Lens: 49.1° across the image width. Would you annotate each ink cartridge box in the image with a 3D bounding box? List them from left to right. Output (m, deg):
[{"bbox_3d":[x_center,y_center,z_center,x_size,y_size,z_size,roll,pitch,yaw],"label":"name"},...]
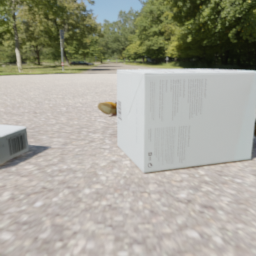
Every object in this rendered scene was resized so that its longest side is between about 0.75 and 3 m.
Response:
[{"bbox_3d":[-3.780,0.345,6.365,2.572,0.647,1.401,3,14,18],"label":"ink cartridge box"}]

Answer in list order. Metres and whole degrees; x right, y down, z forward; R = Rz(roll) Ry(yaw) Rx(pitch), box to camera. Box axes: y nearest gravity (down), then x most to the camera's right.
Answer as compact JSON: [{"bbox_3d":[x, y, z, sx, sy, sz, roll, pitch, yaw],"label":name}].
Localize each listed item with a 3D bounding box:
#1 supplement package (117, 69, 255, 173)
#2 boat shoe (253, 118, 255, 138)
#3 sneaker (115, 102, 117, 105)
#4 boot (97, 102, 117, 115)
[{"bbox_3d":[1.205,-0.343,6.388,2.547,1.933,1.919,-4,14,-17],"label":"supplement package"},{"bbox_3d":[3.345,0.099,6.929,0.375,0.354,1.042,-27,50,-27],"label":"boat shoe"},{"bbox_3d":[0.499,-1.134,11.966,2.341,0.884,0.824,3,14,12],"label":"sneaker"},{"bbox_3d":[-0.820,-0.844,11.171,1.257,0.442,0.900,16,16,-35],"label":"boot"}]
